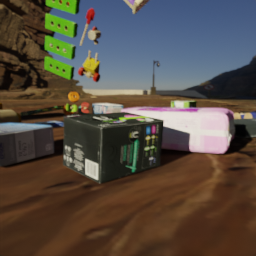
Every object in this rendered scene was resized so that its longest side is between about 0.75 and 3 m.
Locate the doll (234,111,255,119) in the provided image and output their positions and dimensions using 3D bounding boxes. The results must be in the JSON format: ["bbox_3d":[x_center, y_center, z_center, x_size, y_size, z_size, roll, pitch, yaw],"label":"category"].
[{"bbox_3d":[5.045,-0.407,10.930,2.339,0.567,1.596,-5,7,-35],"label":"doll"}]

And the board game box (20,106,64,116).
[{"bbox_3d":[-4.526,-0.925,14.985,2.090,0.245,1.095,-8,8,12],"label":"board game box"}]

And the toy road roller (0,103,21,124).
[{"bbox_3d":[-4.483,-0.601,8.726,2.063,1.506,1.268,3,8,25],"label":"toy road roller"}]

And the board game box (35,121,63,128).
[{"bbox_3d":[-2.914,-0.128,10.315,0.778,0.169,0.775,-6,8,-40],"label":"board game box"}]

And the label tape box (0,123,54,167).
[{"bbox_3d":[-2.562,0.313,5.188,1.372,0.633,1.914,3,10,30],"label":"label tape box"}]

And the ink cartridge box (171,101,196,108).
[{"bbox_3d":[2.741,-1.185,16.185,2.024,0.767,1.496,5,9,29],"label":"ink cartridge box"}]

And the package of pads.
[{"bbox_3d":[1.137,-0.010,6.435,2.422,0.916,1.459,4,6,24],"label":"package of pads"}]

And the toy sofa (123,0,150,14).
[{"bbox_3d":[-0.144,-3.196,5.663,0.657,1.586,0.774,-45,1,-6],"label":"toy sofa"}]

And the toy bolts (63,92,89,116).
[{"bbox_3d":[-2.855,-1.179,15.245,1.318,1.259,0.914,14,-22,-29],"label":"toy bolts"}]

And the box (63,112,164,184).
[{"bbox_3d":[-0.228,0.237,4.591,1.352,0.840,1.004,-9,17,-44],"label":"box"}]

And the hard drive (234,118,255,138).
[{"bbox_3d":[4.051,-0.044,8.771,2.373,0.390,1.656,-3,8,-19],"label":"hard drive"}]

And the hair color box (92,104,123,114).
[{"bbox_3d":[-1.145,-0.978,15.188,0.998,0.604,1.995,-4,8,-27],"label":"hair color box"}]

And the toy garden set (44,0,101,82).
[{"bbox_3d":[-1.821,-3.050,9.778,2.312,2.773,0.553,24,33,18],"label":"toy garden set"}]
